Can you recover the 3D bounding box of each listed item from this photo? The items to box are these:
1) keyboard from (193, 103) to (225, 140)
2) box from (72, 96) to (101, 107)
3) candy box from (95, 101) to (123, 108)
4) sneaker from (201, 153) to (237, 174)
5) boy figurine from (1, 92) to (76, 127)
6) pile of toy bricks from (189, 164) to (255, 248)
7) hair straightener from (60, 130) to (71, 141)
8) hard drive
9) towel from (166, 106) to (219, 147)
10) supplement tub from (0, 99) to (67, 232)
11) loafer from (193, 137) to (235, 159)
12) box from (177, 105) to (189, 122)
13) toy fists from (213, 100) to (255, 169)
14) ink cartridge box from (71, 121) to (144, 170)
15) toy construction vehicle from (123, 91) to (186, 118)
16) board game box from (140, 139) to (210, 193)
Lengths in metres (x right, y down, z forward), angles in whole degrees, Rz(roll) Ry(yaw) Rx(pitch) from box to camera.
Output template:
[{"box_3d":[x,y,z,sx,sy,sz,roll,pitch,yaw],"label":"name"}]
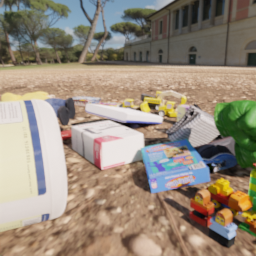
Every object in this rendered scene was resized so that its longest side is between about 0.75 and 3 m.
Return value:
[{"box_3d":[2.699,-0.022,8.928,1.097,0.178,1.726,41,16,-56],"label":"keyboard"},{"box_3d":[-2.541,-1.527,15.998,1.652,0.329,1.131,10,18,32],"label":"box"},{"box_3d":[-0.927,-0.983,13.811,1.674,0.473,0.976,-12,18,-42],"label":"candy box"},{"box_3d":[2.161,0.951,6.907,1.115,0.438,0.497,-13,17,4],"label":"sneaker"},{"box_3d":[-3.236,-0.662,9.546,2.674,0.861,1.662,5,38,16],"label":"boy figurine"},{"box_3d":[2.202,1.199,4.477,1.419,1.263,2.558,-12,20,-37],"label":"pile of toy bricks"},{"box_3d":[-2.654,0.410,9.294,0.651,0.346,1.691,-6,12,46],"label":"hair straightener"},{"box_3d":[-0.070,-0.508,10.808,1.816,0.349,2.753,16,8,31],"label":"hard drive"},{"box_3d":[1.872,0.052,7.950,1.422,1.177,0.609,20,38,-42],"label":"towel"},{"box_3d":[-2.681,0.704,4.568,2.986,2.165,2.165,-7,17,-23],"label":"supplement tub"},{"box_3d":[2.730,0.562,7.816,2.155,0.775,0.679,-8,13,-17],"label":"loafer"},{"box_3d":[2.360,-0.440,11.146,0.409,0.846,0.744,-13,19,-38],"label":"box"},{"box_3d":[2.828,0.284,6.071,1.221,2.395,0.823,-2,50,43],"label":"toy fists"},{"box_3d":[-0.644,0.416,8.158,1.389,0.809,1.908,-10,17,-33],"label":"ink cartridge box"},{"box_3d":[1.311,-1.233,13.700,2.819,0.993,2.455,5,16,17],"label":"toy construction vehicle"},{"box_3d":[1.047,0.848,6.767,1.310,0.388,1.722,-12,20,1],"label":"board game box"}]
